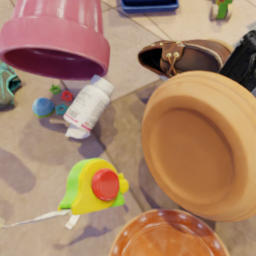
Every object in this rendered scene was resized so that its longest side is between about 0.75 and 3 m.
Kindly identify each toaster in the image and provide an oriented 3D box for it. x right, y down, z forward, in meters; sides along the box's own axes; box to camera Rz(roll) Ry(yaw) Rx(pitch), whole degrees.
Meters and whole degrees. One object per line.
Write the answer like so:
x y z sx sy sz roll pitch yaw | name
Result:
2.488 -0.069 4.809 1.477 2.250 2.488 -5 55 -21 | toaster

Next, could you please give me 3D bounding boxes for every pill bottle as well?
-0.848 -0.539 6.312 0.679 0.679 1.198 33 87 20 | pill bottle

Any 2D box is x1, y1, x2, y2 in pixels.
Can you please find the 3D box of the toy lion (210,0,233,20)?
3.706 -5.497 10.606 0.819 2.288 2.387 4 56 1 | toy lion

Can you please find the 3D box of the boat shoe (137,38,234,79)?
1.185 -1.488 6.458 1.035 1.036 2.944 -15 21 -20 | boat shoe

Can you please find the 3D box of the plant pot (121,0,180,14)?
0.787 -6.076 10.926 2.684 2.413 2.684 -5 57 -2 | plant pot

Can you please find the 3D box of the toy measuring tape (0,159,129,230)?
-0.891 0.909 4.275 2.425 0.892 0.892 3 45 -46 | toy measuring tape

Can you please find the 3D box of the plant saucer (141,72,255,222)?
1.100 0.402 4.625 0.485 2.591 2.591 -22 57 -38 | plant saucer

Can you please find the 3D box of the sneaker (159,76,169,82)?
1.493 -1.822 9.311 0.720 0.459 1.246 -30 71 -20 | sneaker

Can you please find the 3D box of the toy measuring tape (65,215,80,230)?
-1.063 1.669 6.890 0.603 0.603 1.638 23 59 15 | toy measuring tape

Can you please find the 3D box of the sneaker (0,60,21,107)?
-4.079 -1.680 9.019 1.247 1.061 2.734 4 59 -16 | sneaker

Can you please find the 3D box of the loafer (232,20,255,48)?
3.389 -2.519 7.260 0.759 2.172 0.758 8 40 -47 | loafer

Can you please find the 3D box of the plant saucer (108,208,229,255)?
0.876 3.111 6.015 2.678 0.432 2.678 0 56 1 | plant saucer

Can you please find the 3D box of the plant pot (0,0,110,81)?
-1.509 -2.362 6.227 2.365 2.365 2.116 4 86 3 | plant pot

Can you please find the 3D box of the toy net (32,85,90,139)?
-1.855 -0.393 8.378 2.219 0.428 1.164 38 61 20 | toy net
